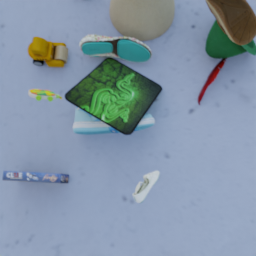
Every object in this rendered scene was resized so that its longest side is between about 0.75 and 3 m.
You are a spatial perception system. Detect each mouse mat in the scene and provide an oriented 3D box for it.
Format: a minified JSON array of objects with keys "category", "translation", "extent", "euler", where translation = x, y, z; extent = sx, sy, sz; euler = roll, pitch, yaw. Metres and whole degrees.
[{"category":"mouse mat","translation":[-0.342,-1.180,9.162],"extent":[2.364,0.111,2.938],"euler":[30,48,6]}]

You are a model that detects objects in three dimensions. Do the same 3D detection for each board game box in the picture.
[{"category":"board game box","translation":[-2.855,1.561,8.849],"extent":[1.732,1.173,0.300],"euler":[3,79,0]}]

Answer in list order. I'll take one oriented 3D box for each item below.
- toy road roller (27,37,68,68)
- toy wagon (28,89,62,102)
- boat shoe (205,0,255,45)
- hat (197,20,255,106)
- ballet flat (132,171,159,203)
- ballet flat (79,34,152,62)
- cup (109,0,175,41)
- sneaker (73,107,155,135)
[{"category":"toy road roller","translation":[-2.839,-2.686,9.807],"extent":[1.335,0.974,0.820],"euler":[3,79,1]},{"category":"toy wagon","translation":[-2.269,-0.907,7.729],"extent":[0.897,0.696,0.177],"euler":[0,112,-29]},{"category":"boat shoe","translation":[2.239,-3.298,6.812],"extent":[0.987,0.984,2.735],"euler":[-36,116,11]},{"category":"hat","translation":[3.015,-2.751,10.128],"extent":[2.173,2.309,2.623],"euler":[47,38,-5]},{"category":"ballet flat","translation":[0.507,1.588,7.952],"extent":[0.398,0.398,1.147],"euler":[34,62,7]},{"category":"ballet flat","translation":[-0.425,-2.947,9.965],"extent":[2.584,0.977,0.826],"euler":[8,47,-3]},{"category":"cup","translation":[0.533,-4.603,9.797],"extent":[2.479,1.773,2.479],"euler":[0,79,-1]},{"category":"sneaker","translation":[-0.514,-0.732,9.368],"extent":[2.727,1.085,1.780],"euler":[-3,80,-1]}]
